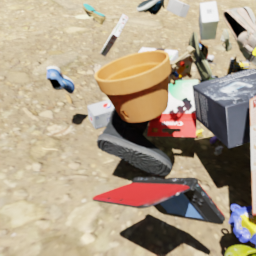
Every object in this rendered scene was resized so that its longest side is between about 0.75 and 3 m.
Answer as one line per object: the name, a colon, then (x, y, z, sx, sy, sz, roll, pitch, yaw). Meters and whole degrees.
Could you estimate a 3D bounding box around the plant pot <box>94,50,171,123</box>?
plant pot: (0.235, -0.952, 6.711, 1.779, 1.245, 1.779, -14, 29, 8)

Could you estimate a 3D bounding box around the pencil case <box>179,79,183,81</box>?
pencil case: (1.901, -1.663, 12.231, 1.308, 1.199, 2.884, -2, 41, 2)

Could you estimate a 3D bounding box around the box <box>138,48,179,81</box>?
box: (1.120, -2.225, 10.311, 1.402, 1.237, 0.678, 15, 53, 27)

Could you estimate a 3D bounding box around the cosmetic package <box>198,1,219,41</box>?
cosmetic package: (2.741, -3.659, 9.638, 0.544, 0.885, 0.882, -4, 65, 10)

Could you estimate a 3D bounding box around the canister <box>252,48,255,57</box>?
canister: (4.904, -1.517, 7.740, 2.541, 1.100, 1.887, 41, 16, -8)

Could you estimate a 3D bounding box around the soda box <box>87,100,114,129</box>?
soda box: (-0.475, -0.729, 11.527, 2.268, 0.719, 0.774, -18, 44, -20)

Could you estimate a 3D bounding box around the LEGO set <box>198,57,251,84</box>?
LEGO set: (4.373, -2.255, 12.568, 2.845, 1.649, 2.188, 11, 42, 12)

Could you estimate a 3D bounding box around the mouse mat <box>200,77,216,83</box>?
mouse mat: (3.993, -1.137, 11.666, 2.294, 0.086, 1.846, 15, 76, 12)

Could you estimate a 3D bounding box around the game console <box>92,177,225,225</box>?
game console: (0.518, 1.514, 5.244, 1.100, 1.597, 1.853, -48, 18, -29)

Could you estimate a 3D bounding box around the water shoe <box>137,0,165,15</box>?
water shoe: (0.749, -3.590, 8.349, 0.457, 0.505, 1.280, 13, 44, 38)

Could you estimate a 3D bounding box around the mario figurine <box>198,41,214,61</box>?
mario figurine: (4.153, -4.285, 15.422, 1.137, 0.976, 1.841, 4, 38, 12)

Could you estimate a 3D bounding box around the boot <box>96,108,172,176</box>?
boot: (0.583, -0.207, 8.465, 2.275, 0.906, 2.760, 26, 54, -2)

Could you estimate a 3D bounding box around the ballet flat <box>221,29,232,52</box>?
ballet flat: (3.656, -3.245, 10.510, 0.332, 0.956, 0.332, -20, 46, 22)

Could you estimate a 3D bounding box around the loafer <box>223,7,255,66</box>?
loafer: (4.125, -3.205, 9.914, 0.933, 1.067, 2.969, 0, 54, -8)

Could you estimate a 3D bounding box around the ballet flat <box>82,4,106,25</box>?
ballet flat: (-1.036, -3.304, 8.165, 0.324, 0.298, 0.945, -23, 55, -41)

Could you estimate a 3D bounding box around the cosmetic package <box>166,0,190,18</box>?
cosmetic package: (1.687, -4.072, 9.505, 0.355, 0.420, 0.787, -3, 38, -34)

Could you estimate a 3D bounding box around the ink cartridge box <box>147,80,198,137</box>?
ink cartridge box: (1.485, -0.686, 9.409, 1.651, 0.514, 2.052, 0, 55, 18)

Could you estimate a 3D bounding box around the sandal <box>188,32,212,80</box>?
sandal: (2.837, -2.771, 10.822, 0.556, 0.773, 1.947, -18, 82, -12)

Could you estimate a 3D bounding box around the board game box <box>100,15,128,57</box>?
board game box: (-0.424, -2.675, 8.207, 0.208, 1.201, 0.758, 29, 68, -13)

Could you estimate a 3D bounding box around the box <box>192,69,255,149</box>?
box: (3.086, -0.632, 7.555, 1.998, 1.193, 2.032, -16, 26, -5)

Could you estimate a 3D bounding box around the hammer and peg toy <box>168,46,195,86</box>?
hammer and peg toy: (1.407, -1.714, 7.620, 0.810, 1.102, 0.388, -26, 57, -13)

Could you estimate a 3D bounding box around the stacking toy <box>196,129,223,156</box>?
stacking toy: (3.485, 0.338, 10.584, 1.546, 0.363, 1.166, -19, 45, -21)

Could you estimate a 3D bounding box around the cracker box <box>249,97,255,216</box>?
cracker box: (3.398, 0.597, 5.639, 1.688, 0.727, 2.520, 13, 68, -12)

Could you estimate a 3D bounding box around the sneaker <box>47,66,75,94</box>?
sneaker: (-2.421, -1.549, 9.908, 0.566, 1.441, 0.643, -3, 67, 26)

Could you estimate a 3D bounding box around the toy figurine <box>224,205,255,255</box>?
toy figurine: (2.437, 2.242, 5.822, 2.271, 1.198, 1.360, -3, 37, -25)
